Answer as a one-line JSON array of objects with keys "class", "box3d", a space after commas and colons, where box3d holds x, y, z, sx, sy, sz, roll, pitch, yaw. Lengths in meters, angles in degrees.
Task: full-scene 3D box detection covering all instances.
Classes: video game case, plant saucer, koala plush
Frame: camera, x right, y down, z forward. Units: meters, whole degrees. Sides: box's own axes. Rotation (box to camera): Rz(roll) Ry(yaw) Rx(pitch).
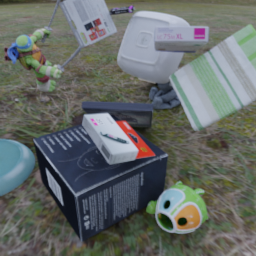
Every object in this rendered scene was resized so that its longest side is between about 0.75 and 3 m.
[{"class": "video game case", "box3d": [-0.233, -0.404, 9.644, 2.126, 0.282, 2.977, 2, -8, 4]}, {"class": "plant saucer", "box3d": [-4.475, 1.148, 8.693, 2.992, 0.410, 2.992, 0, 30, 0]}, {"class": "koala plush", "box3d": [1.758, -1.828, 12.443, 1.506, 1.638, 1.453, -1, 30, -3]}]

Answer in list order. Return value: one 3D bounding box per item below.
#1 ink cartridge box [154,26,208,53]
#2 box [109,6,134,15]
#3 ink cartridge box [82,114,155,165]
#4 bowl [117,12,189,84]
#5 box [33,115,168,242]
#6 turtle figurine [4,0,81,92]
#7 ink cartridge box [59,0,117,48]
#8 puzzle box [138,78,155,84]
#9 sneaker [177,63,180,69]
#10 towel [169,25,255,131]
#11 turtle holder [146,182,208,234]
[{"class": "ink cartridge box", "box3d": [1.507, -2.624, 8.471, 1.420, 0.499, 2.380, 2, 7, 6]}, {"class": "box", "box3d": [-0.235, -4.457, 10.643, 0.901, 0.163, 0.644, -2, 31, 9]}, {"class": "ink cartridge box", "box3d": [-0.194, 0.176, 6.355, 1.245, 0.312, 1.434, -7, 40, -34]}, {"class": "bowl", "box3d": [0.811, -3.204, 10.668, 2.590, 2.593, 0.968, 24, 5, 29]}, {"class": "box", "box3d": [-0.776, 1.100, 7.552, 2.560, 1.614, 2.604, -20, 37, -29]}, {"class": "turtle figurine", "box3d": [-2.555, -2.327, 9.246, 1.796, 2.420, 2.496, 44, 71, 5]}, {"class": "ink cartridge box", "box3d": [-1.571, -4.270, 10.883, 1.607, 1.830, 0.767, -27, 24, -4]}, {"class": "puzzle box", "box3d": [2.236, -2.290, 13.951, 2.945, 0.374, 1.959, 22, 20, 33]}, {"class": "sneaker", "box3d": [1.885, -2.703, 11.629, 0.307, 0.349, 0.825, 37, 12, 31]}, {"class": "towel", "box3d": [2.555, -1.274, 7.494, 0.393, 2.563, 1.912, 16, 48, -59]}, {"class": "turtle holder", "box3d": [1.105, 1.909, 6.732, 1.022, 1.093, 1.439, -25, 40, -35]}]
